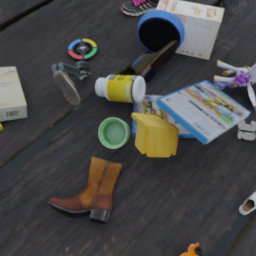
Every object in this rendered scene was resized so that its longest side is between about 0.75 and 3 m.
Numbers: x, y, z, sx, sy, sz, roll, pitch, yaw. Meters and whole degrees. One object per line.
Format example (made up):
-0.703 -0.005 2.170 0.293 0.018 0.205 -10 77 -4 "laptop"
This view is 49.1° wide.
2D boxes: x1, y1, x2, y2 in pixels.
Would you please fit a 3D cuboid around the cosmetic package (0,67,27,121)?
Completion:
-4.935 -1.414 11.399 1.160 0.819 2.241 -12 58 -26 "cosmetic package"

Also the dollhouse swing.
0.743 0.221 9.285 1.372 1.206 1.247 4 97 -34 "dollhouse swing"

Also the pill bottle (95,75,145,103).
-0.332 -1.560 11.099 1.850 1.036 1.036 8 56 25 "pill bottle"

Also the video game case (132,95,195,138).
1.533 -0.490 11.296 2.659 0.237 1.903 2 58 1 "video game case"

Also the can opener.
-2.300 -2.393 11.495 0.597 2.267 0.753 -11 93 22 "can opener"

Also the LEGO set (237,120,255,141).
5.446 0.663 10.170 2.980 1.223 1.137 9 27 11 "LEGO set"

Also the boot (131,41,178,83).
1.123 -3.154 12.376 2.285 0.854 1.107 -46 58 -1 "boot"

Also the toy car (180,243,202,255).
1.625 3.777 7.599 0.759 2.281 1.119 0 74 15 "toy car"

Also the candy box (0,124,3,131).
-6.195 0.144 10.842 2.339 0.309 1.196 -30 66 -18 "candy box"

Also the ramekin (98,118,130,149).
-0.455 0.183 9.895 1.081 0.528 1.081 0 91 18 "ramekin"

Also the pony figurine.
4.770 -2.021 11.579 2.267 1.888 2.189 6 47 21 "pony figurine"

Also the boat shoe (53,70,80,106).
-2.180 -1.528 10.425 0.538 1.445 0.530 -19 23 22 "boat shoe"

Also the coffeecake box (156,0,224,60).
2.609 -4.455 12.690 2.750 2.111 1.005 15 59 9 "coffeecake box"

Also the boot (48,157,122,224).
-1.413 1.920 9.473 2.057 0.748 2.185 9 57 6 "boot"

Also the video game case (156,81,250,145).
2.554 -0.648 9.274 2.850 0.254 2.040 -24 57 -39 "video game case"

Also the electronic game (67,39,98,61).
-2.165 -3.732 13.309 1.433 0.298 1.433 0 58 0 "electronic game"

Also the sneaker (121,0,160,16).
0.824 -6.633 14.683 2.459 1.076 0.907 -10 58 -6 "sneaker"

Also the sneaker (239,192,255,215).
4.242 2.426 9.288 1.212 0.513 0.441 -33 62 -21 "sneaker"

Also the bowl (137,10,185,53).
1.420 -4.166 12.482 2.149 2.149 0.422 16 58 10 "bowl"
